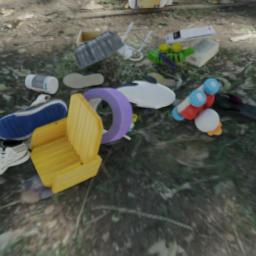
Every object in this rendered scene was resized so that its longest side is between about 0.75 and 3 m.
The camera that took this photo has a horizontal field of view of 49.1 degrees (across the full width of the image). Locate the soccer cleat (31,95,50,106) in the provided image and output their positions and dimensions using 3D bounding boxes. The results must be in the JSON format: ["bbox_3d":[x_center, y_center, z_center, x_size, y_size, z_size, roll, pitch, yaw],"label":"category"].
[{"bbox_3d":[-3.363,-0.897,10.701,0.463,0.414,1.194,-6,40,16],"label":"soccer cleat"}]

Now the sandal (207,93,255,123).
[{"bbox_3d":[3.926,-0.932,10.608,2.548,0.610,0.958,17,48,16],"label":"sandal"}]

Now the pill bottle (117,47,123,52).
[{"bbox_3d":[-0.547,-4.088,13.591,0.450,0.450,0.791,-14,54,-13],"label":"pill bottle"}]

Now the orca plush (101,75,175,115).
[{"bbox_3d":[0.330,-1.095,10.764,2.816,1.001,1.481,-15,86,-16],"label":"orca plush"}]

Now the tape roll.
[{"bbox_3d":[-0.801,-0.406,9.198,1.774,1.774,0.754,26,17,23],"label":"tape roll"}]

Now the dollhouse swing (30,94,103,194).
[{"bbox_3d":[-1.968,0.329,8.449,1.965,1.901,2.163,-22,50,-23],"label":"dollhouse swing"}]

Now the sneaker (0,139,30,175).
[{"bbox_3d":[-3.965,0.871,8.561,1.734,0.998,0.654,-30,53,-26],"label":"sneaker"}]

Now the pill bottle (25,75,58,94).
[{"bbox_3d":[-3.526,-1.803,11.388,1.196,0.676,0.676,12,46,19],"label":"pill bottle"}]

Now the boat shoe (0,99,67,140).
[{"bbox_3d":[-3.353,-0.316,9.854,2.591,0.936,0.938,-17,23,-1],"label":"boat shoe"}]

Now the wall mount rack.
[{"bbox_3d":[0.030,-4.192,13.621,2.230,0.832,1.938,36,59,29],"label":"wall mount rack"}]

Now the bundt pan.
[{"bbox_3d":[-1.356,-3.475,12.149,2.337,0.877,2.337,-25,20,10],"label":"bundt pan"}]

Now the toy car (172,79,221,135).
[{"bbox_3d":[2.733,-0.516,9.878,1.514,1.578,1.712,-38,86,-26],"label":"toy car"}]

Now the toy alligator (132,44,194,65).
[{"bbox_3d":[1.519,-3.210,12.693,2.882,0.855,0.782,1,53,13],"label":"toy alligator"}]

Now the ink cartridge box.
[{"bbox_3d":[3.009,-4.309,12.914,2.384,0.442,1.129,-14,10,-25],"label":"ink cartridge box"}]

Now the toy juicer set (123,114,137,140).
[{"bbox_3d":[-0.141,-0.115,9.991,0.716,0.306,1.126,12,47,7],"label":"toy juicer set"}]

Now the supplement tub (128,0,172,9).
[{"bbox_3d":[1.338,-8.249,16.936,2.564,1.852,1.852,-4,46,-3],"label":"supplement tub"}]

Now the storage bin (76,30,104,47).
[{"bbox_3d":[-1.799,-4.270,13.905,1.284,0.606,1.294,2,45,3],"label":"storage bin"}]

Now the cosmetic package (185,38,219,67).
[{"bbox_3d":[3.506,-3.584,13.240,0.858,0.580,1.631,33,54,28],"label":"cosmetic package"}]

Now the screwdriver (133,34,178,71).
[{"bbox_3d":[1.168,-3.329,12.225,2.445,0.356,0.341,40,93,8],"label":"screwdriver"}]

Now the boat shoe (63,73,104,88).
[{"bbox_3d":[-1.862,-1.996,11.862,1.694,0.615,0.531,-3,5,3],"label":"boat shoe"}]
